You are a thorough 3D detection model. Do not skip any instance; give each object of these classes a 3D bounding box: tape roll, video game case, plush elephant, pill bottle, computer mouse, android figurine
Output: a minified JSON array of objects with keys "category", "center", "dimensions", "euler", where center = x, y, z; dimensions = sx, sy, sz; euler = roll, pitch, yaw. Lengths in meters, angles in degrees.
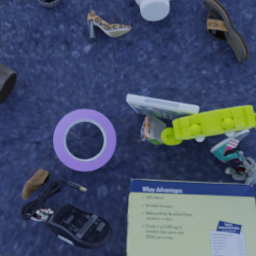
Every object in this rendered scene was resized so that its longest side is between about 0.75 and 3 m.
[{"category":"tape roll","center":[-1.231,0.359,8.015],"dimensions":[1.727,0.566,1.727],"euler":[1,86,-9]},{"category":"video game case","center":[0.984,-0.485,7.773],"dimensions":[1.788,1.967,0.230],"euler":[11,87,11]},{"category":"plush elephant","center":[3.425,1.210,7.992],"dimensions":[0.830,0.780,1.008],"euler":[-43,78,-12]},{"category":"pill bottle","center":[0.822,-4.930,9.596],"dimensions":[1.280,1.280,2.313],"euler":[-3,73,-1]},{"category":"computer mouse","center":[-1.332,2.146,7.014],"dimensions":[2.305,0.530,1.618],"euler":[16,32,16]},{"category":"android figurine","center":[2.191,-0.029,7.112],"dimensions":[2.705,2.972,0.610],"euler":[-11,85,17]}]

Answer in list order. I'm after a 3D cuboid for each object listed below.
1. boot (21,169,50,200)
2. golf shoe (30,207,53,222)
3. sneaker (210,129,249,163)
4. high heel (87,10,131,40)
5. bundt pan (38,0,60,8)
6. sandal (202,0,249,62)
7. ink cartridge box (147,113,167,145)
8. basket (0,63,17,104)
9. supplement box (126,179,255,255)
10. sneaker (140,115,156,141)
[{"category":"boot","center":[-2.601,1.598,7.901],"dimensions":[0.385,0.375,1.019],"euler":[11,48,21]},{"category":"golf shoe","center":[-2.302,2.430,7.674],"dimensions":[1.124,0.495,0.434],"euler":[17,95,-11]},{"category":"sneaker","center":[3.184,0.622,8.286],"dimensions":[1.287,0.538,0.777],"euler":[-32,71,-1]},{"category":"high heel","center":[-0.668,-3.657,9.579],"dimensions":[1.504,0.537,1.072],"euler":[-8,79,7]},{"category":"bundt pan","center":[-2.820,-4.677,10.016],"dimensions":[0.904,0.339,0.904],"euler":[0,73,-1]},{"category":"sandal","center":[3.108,-3.267,9.386],"dimensions":[0.720,1.078,2.639],"euler":[-28,81,14]},{"category":"ink cartridge box","center":[0.703,0.032,8.261],"dimensions":[0.883,0.335,0.653],"euler":[31,62,-36]},{"category":"basket","center":[-4.556,-1.657,8.412],"dimensions":[2.013,1.815,1.369],"euler":[27,119,-9]},{"category":"supplement box","center":[1.405,2.918,6.679],"dimensions":[2.888,1.939,2.885],"euler":[2,65,1]},{"category":"sneaker","center":[0.519,-0.011,7.680],"dimensions":[0.354,0.350,0.905],"euler":[33,42,-11]}]
